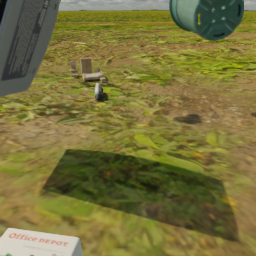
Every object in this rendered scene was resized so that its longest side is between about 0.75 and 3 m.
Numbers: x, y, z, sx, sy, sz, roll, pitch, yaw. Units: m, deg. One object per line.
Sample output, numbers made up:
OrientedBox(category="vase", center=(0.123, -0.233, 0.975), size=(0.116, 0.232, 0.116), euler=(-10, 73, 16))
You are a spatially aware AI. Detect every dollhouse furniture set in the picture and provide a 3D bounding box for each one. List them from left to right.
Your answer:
OrientedBox(category="dollhouse furniture set", center=(-1.932, -2.708, 13.117), size=(1.458, 0.835, 1.710), euler=(-7, 26, -14))

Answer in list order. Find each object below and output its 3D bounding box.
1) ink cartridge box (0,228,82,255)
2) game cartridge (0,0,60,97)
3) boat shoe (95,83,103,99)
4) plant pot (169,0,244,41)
OrientedBox(category="ink cartridge box", center=(-1.285, 1.976, 3.288), size=(1.095, 0.632, 1.499), euler=(4, 25, 9))
OrientedBox(category="game cartridge", center=(-2.372, -2.043, 6.171), size=(0.573, 2.801, 1.865), euler=(30, 20, 9))
OrientedBox(category="boat shoe", center=(-1.123, -1.418, 10.944), size=(0.321, 0.389, 1.133), euler=(5, 31, -6))
OrientedBox(category="plant pot", center=(2.394, -3.602, 8.415), size=(1.926, 1.926, 1.886), euler=(-3, 35, -6))
